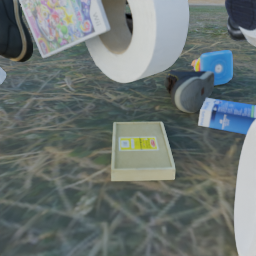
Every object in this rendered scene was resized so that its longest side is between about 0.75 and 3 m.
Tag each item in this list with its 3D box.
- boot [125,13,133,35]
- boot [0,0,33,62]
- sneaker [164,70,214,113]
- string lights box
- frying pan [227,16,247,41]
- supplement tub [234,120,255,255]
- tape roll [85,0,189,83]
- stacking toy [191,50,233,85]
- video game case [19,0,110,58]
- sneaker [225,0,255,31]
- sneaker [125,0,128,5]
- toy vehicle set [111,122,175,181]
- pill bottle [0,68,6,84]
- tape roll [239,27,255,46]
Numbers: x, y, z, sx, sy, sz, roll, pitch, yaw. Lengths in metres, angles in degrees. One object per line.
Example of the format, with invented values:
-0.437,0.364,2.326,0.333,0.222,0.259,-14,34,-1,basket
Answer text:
-0.184,-3.209,9.300,1.644,1.432,0.569,1,62,0,boot
-3.469,-2.906,6.648,1.007,2.600,1.798,-33,-9,22,boot
1.659,-1.231,9.065,1.519,1.070,2.860,10,22,30,sneaker
2.930,-0.315,7.703,1.779,0.525,0.914,12,31,21,string lights box
3.508,-3.575,7.725,0.389,2.390,1.446,16,9,-32,frying pan
3.075,1.017,3.563,2.966,2.157,2.157,8,30,13,supplement tub
-0.005,-2.314,5.934,0.916,2.619,2.619,-25,37,-33,tape roll
3.108,-2.478,11.269,1.282,1.213,2.209,-10,19,-8,stacking toy
-1.406,-2.436,5.921,1.967,1.409,0.177,-10,17,34,video game case
2.161,-2.572,4.719,0.856,2.082,0.770,-45,57,-10,sneaker
-0.191,-4.237,8.863,0.553,0.791,1.591,-23,38,27,sneaker
0.283,0.455,6.551,1.304,0.278,2.098,0,29,-1,toy vehicle set
-3.045,-1.317,4.868,0.920,1.679,0.920,-23,39,20,pill bottle
3.215,-2.515,6.224,0.491,1.403,1.403,24,6,-46,tape roll
